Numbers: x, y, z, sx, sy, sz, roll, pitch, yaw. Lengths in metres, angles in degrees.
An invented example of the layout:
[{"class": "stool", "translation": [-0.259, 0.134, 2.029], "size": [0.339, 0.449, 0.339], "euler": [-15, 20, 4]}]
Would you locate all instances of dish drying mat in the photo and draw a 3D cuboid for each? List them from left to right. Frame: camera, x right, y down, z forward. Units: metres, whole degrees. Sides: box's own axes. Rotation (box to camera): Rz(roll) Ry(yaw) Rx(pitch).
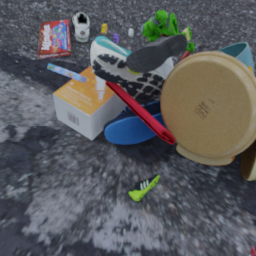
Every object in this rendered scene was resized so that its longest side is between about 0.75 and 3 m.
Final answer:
[{"class": "dish drying mat", "translation": [0.228, -0.505, 7.292], "size": [0.227, 0.958, 2.493], "euler": [-49, 57, 8]}]

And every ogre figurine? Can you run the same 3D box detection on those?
[{"class": "ogre figurine", "translation": [1.055, -2.649, 8.018], "size": [1.092, 0.894, 1.822], "euler": [0, 3, 40]}]

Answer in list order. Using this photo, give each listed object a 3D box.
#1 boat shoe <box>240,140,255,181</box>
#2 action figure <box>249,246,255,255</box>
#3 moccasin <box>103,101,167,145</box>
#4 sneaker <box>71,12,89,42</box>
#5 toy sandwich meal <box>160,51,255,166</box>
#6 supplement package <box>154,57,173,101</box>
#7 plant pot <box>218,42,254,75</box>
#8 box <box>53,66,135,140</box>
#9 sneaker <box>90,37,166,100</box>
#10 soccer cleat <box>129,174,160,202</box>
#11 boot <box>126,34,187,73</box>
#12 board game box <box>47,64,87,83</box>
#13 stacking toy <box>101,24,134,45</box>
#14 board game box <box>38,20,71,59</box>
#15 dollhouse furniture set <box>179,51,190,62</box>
[{"class": "boat shoe", "translation": [3.774, 0.120, 7.295], "size": [0.887, 2.831, 1.037], "euler": [18, 9, -1]}, {"class": "action figure", "translation": [2.512, 3.271, 5.120], "size": [1.394, 1.549, 2.081], "euler": [-3, 63, 5]}, {"class": "moccasin", "translation": [0.518, -0.214, 8.295], "size": [2.632, 1.059, 0.897], "euler": [-13, 35, -13]}, {"class": "sneaker", "translation": [-2.045, -4.752, 12.368], "size": [0.783, 0.935, 2.113], "euler": [-4, 49, -18]}, {"class": "toy sandwich meal", "translation": [1.996, -0.431, 6.713], "size": [2.790, 2.790, 0.955], "euler": [36, 34, 27]}, {"class": "supplement package", "translation": [0.959, -1.754, 9.068], "size": [0.853, 0.822, 1.500], "euler": [22, 49, -40]}, {"class": "plant pot", "translation": [2.553, -1.173, 7.778], "size": [2.133, 1.437, 2.133], "euler": [-31, 15, 9]}, {"class": "box", "translation": [-0.977, -0.992, 8.918], "size": [1.462, 1.145, 2.350], "euler": [29, 54, 20]}, {"class": "sneaker", "translation": [0.134, -1.579, 7.452], "size": [2.598, 1.007, 1.035], "euler": [26, 42, -38]}, {"class": "soccer cleat", "translation": [0.432, 1.505, 7.369], "size": [0.979, 0.331, 0.397], "euler": [-38, 55, -26]}, {"class": "boot", "translation": [0.546, -1.848, 7.054], "size": [1.714, 0.598, 1.128], "euler": [-24, 22, -18]}, {"class": "board game box", "translation": [-1.439, -1.290, 6.664], "size": [0.795, 0.601, 0.145], "euler": [22, 95, 3]}, {"class": "stacking toy", "translation": [-0.374, -2.315, 8.023], "size": [0.899, 1.192, 0.280], "euler": [11, 9, 11]}, {"class": "board game box", "translation": [-3.174, -3.877, 12.088], "size": [1.307, 0.247, 2.540], "euler": [-9, 50, -4]}, {"class": "dollhouse furniture set", "translation": [2.149, -1.462, 9.313], "size": [1.380, 1.043, 2.565], "euler": [18, 51, 23]}]
